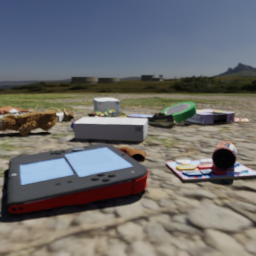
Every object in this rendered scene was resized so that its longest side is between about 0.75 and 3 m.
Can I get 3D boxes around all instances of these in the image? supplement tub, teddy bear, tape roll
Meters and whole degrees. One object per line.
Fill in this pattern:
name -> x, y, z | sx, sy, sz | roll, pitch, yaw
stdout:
supplement tub -> 2.099, 0.575, 6.076 | 0.492, 0.492, 0.920 | 4, 9, 22
teddy bear -> -3.841, -0.174, 10.688 | 2.252, 0.752, 1.633 | -11, 19, -31
tape roll -> 2.407, -0.739, 13.440 | 1.689, 0.406, 1.689 | -18, 17, 6

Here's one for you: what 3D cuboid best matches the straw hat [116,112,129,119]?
straw hat -> -0.296, -0.626, 14.206 | 0.777, 0.329, 0.777 | 3, -6, 0

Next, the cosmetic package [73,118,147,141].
cosmetic package -> -0.573, 0.033, 9.722 | 2.402, 0.608, 0.991 | 2, 16, 11

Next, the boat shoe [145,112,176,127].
boat shoe -> 1.455, -0.443, 12.716 | 0.675, 0.598, 1.845 | -11, 12, -36

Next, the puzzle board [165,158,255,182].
puzzle board -> 1.786, 0.875, 6.146 | 1.650, 0.144, 1.244 | -1, 10, -10

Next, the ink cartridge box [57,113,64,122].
ink cartridge box -> -3.612, -0.511, 13.943 | 0.609, 0.350, 0.839 | 0, 9, 1

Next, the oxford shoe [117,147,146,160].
oxford shoe -> 0.015, 0.659, 6.998 | 0.870, 0.310, 0.310 | 2, 14, 5

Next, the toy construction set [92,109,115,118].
toy construction set -> -1.305, -0.634, 14.056 | 1.223, 0.563, 0.802 | -1, 30, 47

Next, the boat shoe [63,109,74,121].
boat shoe -> -3.096, -0.644, 14.476 | 0.475, 0.506, 1.406 | 3, 13, -19

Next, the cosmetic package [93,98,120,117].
cosmetic package -> -1.314, -1.239, 16.606 | 1.333, 0.958, 2.362 | -2, 11, -10

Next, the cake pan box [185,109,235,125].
cake pan box -> 3.888, -0.562, 13.799 | 1.866, 0.530, 2.026 | -6, 11, -22

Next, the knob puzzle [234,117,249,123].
knob puzzle -> 5.387, -0.445, 14.090 | 1.294, 0.179, 1.294 | 0, 10, 0

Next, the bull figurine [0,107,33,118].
bull figurine -> -5.446, -0.512, 12.670 | 1.491, 0.800, 2.456 | 6, 13, 10

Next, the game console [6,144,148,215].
game console -> -1.112, 0.827, 5.590 | 2.404, 0.422, 2.718 | -3, 9, -21

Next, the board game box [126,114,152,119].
board game box -> 0.726, -0.582, 15.030 | 1.490, 0.145, 0.767 | 7, 10, 35

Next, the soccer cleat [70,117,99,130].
soccer cleat -> -1.617, -0.128, 11.408 | 1.416, 0.483, 0.518 | -7, 28, -26
